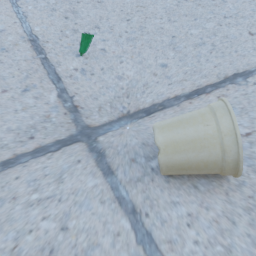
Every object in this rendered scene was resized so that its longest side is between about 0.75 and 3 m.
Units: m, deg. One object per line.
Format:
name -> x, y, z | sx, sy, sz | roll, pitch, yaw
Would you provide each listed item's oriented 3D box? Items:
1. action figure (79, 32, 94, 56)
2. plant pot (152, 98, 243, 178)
action figure -> -1.570, -2.985, 10.031 | 0.522, 0.884, 0.242 | -2, 41, -38
plant pot -> 1.499, 0.350, 6.535 | 1.707, 1.864, 1.864 | -10, 48, 6
